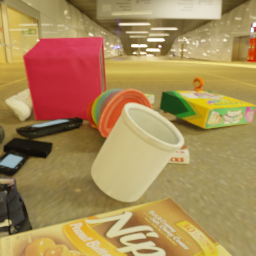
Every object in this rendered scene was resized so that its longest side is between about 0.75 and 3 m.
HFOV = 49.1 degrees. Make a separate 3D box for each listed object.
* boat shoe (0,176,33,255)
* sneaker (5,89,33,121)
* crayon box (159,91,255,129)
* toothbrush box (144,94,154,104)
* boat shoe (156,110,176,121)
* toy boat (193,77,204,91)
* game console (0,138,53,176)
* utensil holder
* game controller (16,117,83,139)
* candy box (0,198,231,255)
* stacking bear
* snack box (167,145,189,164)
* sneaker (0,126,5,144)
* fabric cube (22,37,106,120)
[{"bbox_3d":[-2.575,1.176,4.003,2.323,1.077,0.867,0,22,0],"label":"boat shoe"},{"bbox_3d":[-4.072,-1.093,11.139,1.231,0.965,2.477,-36,27,-8],"label":"sneaker"},{"bbox_3d":[2.940,-0.776,10.438,2.665,0.777,2.299,-6,22,-35],"label":"crayon box"},{"bbox_3d":[0.695,-1.426,13.876,0.964,0.415,0.702,11,20,37],"label":"toothbrush box"},{"bbox_3d":[1.427,-0.574,11.105,1.110,0.385,0.393,15,22,39],"label":"boat shoe"},{"bbox_3d":[3.315,-1.744,13.306,1.312,1.314,2.010,2,16,15],"label":"toy boat"},{"bbox_3d":[-2.652,0.697,6.948,1.125,0.230,1.907,8,18,-1],"label":"game console"},{"bbox_3d":[0.116,0.476,5.205,1.224,1.440,1.224,27,23,-13],"label":"utensil holder"},{"bbox_3d":[-2.583,-0.068,9.342,2.122,0.447,1.107,-15,23,-42],"label":"game controller"},{"bbox_3d":[-0.183,1.647,3.270,2.383,0.659,1.376,-8,20,-22],"label":"candy box"},{"bbox_3d":[-0.518,-0.442,8.868,1.650,1.546,2.718,17,-3,-27],"label":"stacking bear"},{"bbox_3d":[0.461,0.632,7.323,2.175,0.264,0.782,2,17,7],"label":"snack box"},{"bbox_3d":[-4.812,0.015,7.423,2.864,1.085,1.254,-5,35,-16],"label":"sneaker"},{"bbox_3d":[-2.294,-2.027,11.237,2.659,2.617,2.667,-2,32,0],"label":"fabric cube"}]
